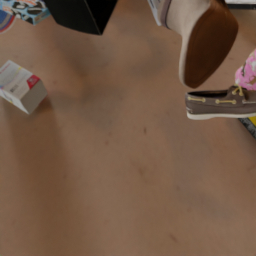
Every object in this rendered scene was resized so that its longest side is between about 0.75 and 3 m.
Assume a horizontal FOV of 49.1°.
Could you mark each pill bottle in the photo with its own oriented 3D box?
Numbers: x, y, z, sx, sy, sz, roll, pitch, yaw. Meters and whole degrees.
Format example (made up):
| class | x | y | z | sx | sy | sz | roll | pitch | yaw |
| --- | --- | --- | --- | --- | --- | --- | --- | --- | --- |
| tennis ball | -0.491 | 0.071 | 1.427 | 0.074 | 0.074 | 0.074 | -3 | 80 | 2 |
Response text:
| class | x | y | z | sx | sy | sz | roll | pitch | yaw |
| --- | --- | --- | --- | --- | --- | --- | --- | --- | --- |
| pill bottle | -3.892 | -3.218 | 6.634 | 1.441 | 2.567 | 1.441 | 1 | 95 | 6 |

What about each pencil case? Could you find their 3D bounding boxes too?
| class | x | y | z | sx | sy | sz | roll | pitch | yaw |
| --- | --- | --- | --- | --- | --- | --- | --- | --- | --- |
| pencil case | 3.200 | -1.423 | 6.094 | 0.906 | 2.189 | 0.947 | -3 | 73 | -8 |

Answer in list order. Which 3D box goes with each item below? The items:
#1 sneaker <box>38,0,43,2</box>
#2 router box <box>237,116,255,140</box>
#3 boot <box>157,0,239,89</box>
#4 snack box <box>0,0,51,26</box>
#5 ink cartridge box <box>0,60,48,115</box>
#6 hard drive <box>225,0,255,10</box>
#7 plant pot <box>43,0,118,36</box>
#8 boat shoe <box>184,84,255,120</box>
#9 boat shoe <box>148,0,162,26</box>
| class | x | y | z | sx | sy | sz | roll | pitch | yaw |
| --- | --- | --- | --- | --- | --- | --- | --- | --- | --- |
| sneaker | -2.934 | -4.579 | 9.457 | 1.475 | 0.852 | 0.596 | -15 | 25 | 33 |
| router box | 4.209 | -0.413 | 7.817 | 1.973 | 0.504 | 1.472 | -28 | 69 | -12 |
| boot | 1.120 | -2.003 | 5.120 | 1.800 | 0.865 | 2.461 | 32 | 96 | 56 |
| snack box | -2.340 | -2.721 | 6.295 | 1.083 | 0.201 | 0.629 | 27 | 53 | 11 |
| ink cartridge box | -3.091 | -1.147 | 7.955 | 1.184 | 0.856 | 0.860 | 32 | 70 | 13 |
| hard drive | 3.923 | -4.376 | 9.434 | 1.371 | 0.259 | 0.958 | 22 | 65 | 39 |
| plant pot | -1.091 | -2.847 | 5.957 | 1.150 | 1.294 | 1.297 | 4 | 59 | 23 |
| boat shoe | 1.659 | -0.460 | 4.583 | 1.487 | 0.443 | 0.534 | -4 | 29 | 31 |
| boat shoe | 0.881 | -3.815 | 7.906 | 0.624 | 0.633 | 1.786 | -19 | 86 | -4 |
